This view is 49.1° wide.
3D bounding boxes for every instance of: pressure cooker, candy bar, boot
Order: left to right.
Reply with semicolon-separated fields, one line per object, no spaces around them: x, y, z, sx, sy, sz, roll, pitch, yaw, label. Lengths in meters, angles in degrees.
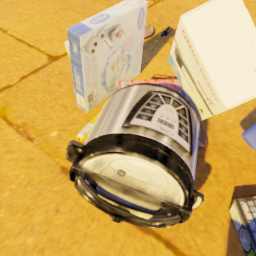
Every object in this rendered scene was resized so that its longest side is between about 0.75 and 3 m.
-0.982;-0.159;8.575;0.411;0.183;1.648;12;46;32;candy bar
0.267;0.724;6.118;2.521;2.560;2.866;-11;36;28;pressure cooker
1.031;-0.044;7.876;1.655;2.264;0.795;-25;27;25;boot

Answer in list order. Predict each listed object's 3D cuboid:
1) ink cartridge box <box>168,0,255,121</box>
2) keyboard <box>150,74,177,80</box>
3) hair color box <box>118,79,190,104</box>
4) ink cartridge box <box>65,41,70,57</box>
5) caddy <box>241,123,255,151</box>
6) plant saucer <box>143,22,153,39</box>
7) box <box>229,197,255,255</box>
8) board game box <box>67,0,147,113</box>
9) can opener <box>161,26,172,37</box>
1.881;-1.323;6.215;1.133;2.690;1.945;-26;85;2;ink cartridge box
1.182;-1.453;9.346;2.607;0.517;1.357;-3;30;1;keyboard
0.841;-0.744;8.335;2.246;1.245;0.718;-1;33;0;hair color box
-1.943;-3.343;11.526;1.181;0.283;0.859;-15;48;-11;ink cartridge box
3.625;0.586;5.937;1.339;1.804;2.551;-38;22;15;caddy
0.305;-4.301;12.423;1.625;0.261;1.625;0;46;0;plant saucer
3.489;2.583;5.795;1.959;0.541;2.445;-5;47;-5;box
-0.572;-2.263;8.781;0.601;2.770;2.757;35;55;23;board game box
1.631;-3.986;11.590;0.251;0.791;0.311;31;74;-14;can opener
